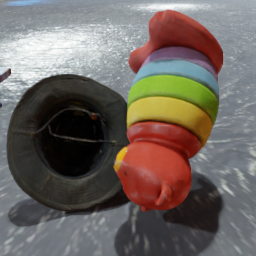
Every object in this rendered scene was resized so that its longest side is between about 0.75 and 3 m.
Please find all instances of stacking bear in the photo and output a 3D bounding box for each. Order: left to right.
[{"bbox_3d":[0.599,-0.108,4.548,1.607,1.716,2.826,21,66,-11],"label":"stacking bear"}]

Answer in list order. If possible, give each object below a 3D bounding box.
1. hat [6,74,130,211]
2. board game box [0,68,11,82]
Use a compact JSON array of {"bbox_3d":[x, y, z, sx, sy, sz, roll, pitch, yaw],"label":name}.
[{"bbox_3d":[-1.056,0.284,5.297,2.451,2.451,0.989,-10,-11,-17],"label":"hat"},{"bbox_3d":[-5.147,-1.883,10.169,1.293,0.267,1.297,2,30,4],"label":"board game box"}]
